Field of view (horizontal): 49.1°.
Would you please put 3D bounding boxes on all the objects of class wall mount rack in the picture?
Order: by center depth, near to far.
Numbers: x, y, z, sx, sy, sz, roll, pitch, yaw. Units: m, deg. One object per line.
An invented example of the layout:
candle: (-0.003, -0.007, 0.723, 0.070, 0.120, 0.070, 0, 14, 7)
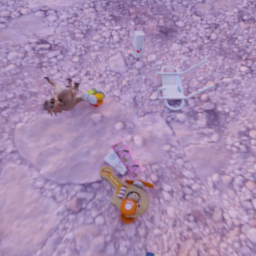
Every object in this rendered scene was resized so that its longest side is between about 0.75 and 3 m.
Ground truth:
wall mount rack: (2.354, -2.082, 12.277, 2.319, 0.995, 2.669, -1, 56, -1)

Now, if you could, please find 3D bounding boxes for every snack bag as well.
snack bag: (-0.258, 1.166, 10.536, 1.001, 0.107, 0.943, 36, 63, 19)

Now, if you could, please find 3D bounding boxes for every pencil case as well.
pencil case: (-0.003, 1.064, 9.824, 0.636, 0.609, 1.470, -33, 88, -39)

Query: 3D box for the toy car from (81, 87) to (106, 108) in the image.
toy car: (-1.435, -1.237, 11.819, 0.956, 0.717, 0.837, 26, 45, 31)

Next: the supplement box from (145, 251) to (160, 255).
supplement box: (1.182, 4.334, 7.111, 2.044, 2.042, 1.372, 14, 56, 10)

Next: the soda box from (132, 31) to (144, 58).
soda box: (0.478, -3.981, 13.428, 0.394, 1.238, 0.421, -10, 50, -14)

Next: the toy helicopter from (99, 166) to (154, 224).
toy helicopter: (-0.132, 2.025, 9.509, 1.446, 0.863, 2.187, -35, 59, -25)

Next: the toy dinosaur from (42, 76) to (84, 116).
toy dinosaur: (-2.608, -1.094, 11.322, 1.046, 2.436, 1.651, -2, 79, 27)
